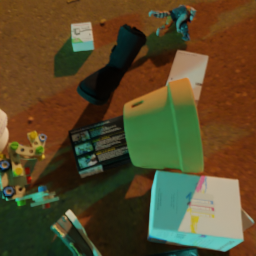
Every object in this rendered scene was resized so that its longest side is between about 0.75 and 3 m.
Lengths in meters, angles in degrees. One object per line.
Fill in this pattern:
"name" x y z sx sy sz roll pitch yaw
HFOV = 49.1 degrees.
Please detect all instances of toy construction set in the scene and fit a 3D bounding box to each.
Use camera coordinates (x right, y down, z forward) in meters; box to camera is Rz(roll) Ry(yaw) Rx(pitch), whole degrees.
"toy construction set" -3.038 1.358 8.489 1.635 1.149 2.494 -7 62 -31

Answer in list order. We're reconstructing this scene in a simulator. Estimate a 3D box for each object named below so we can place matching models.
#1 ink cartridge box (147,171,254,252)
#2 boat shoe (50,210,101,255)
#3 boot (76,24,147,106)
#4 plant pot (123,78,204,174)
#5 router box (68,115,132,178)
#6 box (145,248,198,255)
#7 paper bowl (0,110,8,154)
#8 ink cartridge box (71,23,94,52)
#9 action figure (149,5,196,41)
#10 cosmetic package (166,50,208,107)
"ink cartridge box" 1.862 2.288 7.560 2.477 1.592 1.551 6 58 3
"boat shoe" -1.184 3.332 7.375 0.733 0.877 2.453 -33 58 -19
"boot" -0.466 -2.191 9.223 1.085 2.387 2.841 33 27 2
"plant pot" 0.959 0.069 7.943 1.865 2.664 2.664 -10 58 9
"router box" -0.746 0.552 9.221 2.142 0.547 1.597 -16 60 -9
"box" 1.146 4.098 7.149 1.663 0.409 1.722 -8 59 -2
"paper bowl" -4.708 0.369 8.601 2.392 1.244 2.392 -21 44 22
"ink cartridge box" -1.956 -3.893 11.960 0.868 0.501 1.193 -8 59 -5
"action figure" 2.082 -4.679 12.174 1.934 1.046 1.999 -18 60 -1
"cosmetic package" 2.128 -1.722 10.394 1.269 0.913 2.250 13 60 10
